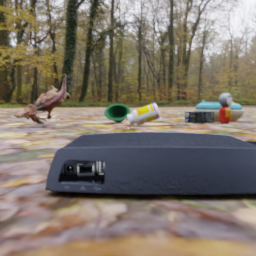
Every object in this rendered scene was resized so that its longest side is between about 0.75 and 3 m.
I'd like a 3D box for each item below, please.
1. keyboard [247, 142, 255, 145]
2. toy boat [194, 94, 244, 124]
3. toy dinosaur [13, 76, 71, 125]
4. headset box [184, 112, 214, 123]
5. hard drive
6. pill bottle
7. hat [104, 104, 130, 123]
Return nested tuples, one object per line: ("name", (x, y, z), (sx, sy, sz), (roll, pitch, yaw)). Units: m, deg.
("keyboard", (3.026, 0.394, 5.045), (1.625, 0.208, 0.976), (1, 12, 6))
("toy boat", (4.447, -0.943, 13.415), (2.376, 1.314, 2.827), (1, 5, 8))
("toy dinosaur", (-3.046, -0.947, 10.726), (2.325, 0.998, 1.576), (-40, 11, 7))
("headset box", (3.338, -0.501, 12.997), (1.099, 0.510, 0.957), (-4, 6, -41))
("hard drive", (0.375, 0.371, 3.450), (2.393, 0.506, 1.614), (0, 5, 2))
("pill bottle", (0.597, -0.482, 10.935), (1.202, 0.627, 0.627), (-18, 5, 2))
("hat", (-0.462, -0.322, 13.171), (1.185, 1.260, 1.431), (21, 45, 21))
